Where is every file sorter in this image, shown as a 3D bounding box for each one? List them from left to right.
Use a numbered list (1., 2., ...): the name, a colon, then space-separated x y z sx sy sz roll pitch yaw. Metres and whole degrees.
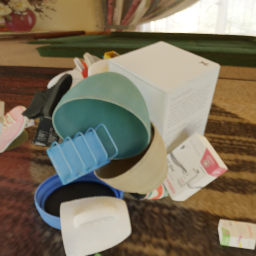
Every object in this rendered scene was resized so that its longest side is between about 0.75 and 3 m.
1. file sorter: -0.991 0.540 6.242 1.254 0.870 0.769 -23 -10 -33

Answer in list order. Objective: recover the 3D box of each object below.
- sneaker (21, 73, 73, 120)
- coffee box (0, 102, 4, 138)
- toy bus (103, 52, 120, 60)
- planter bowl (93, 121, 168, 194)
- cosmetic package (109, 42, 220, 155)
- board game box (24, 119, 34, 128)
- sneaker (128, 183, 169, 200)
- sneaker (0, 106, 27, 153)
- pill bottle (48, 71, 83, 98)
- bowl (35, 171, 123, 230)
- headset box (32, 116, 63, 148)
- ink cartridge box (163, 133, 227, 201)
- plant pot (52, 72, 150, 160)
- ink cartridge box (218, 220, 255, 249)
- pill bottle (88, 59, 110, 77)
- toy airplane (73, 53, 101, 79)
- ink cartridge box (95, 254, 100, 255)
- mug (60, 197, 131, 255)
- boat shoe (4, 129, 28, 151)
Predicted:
1. sneaker: -2.308 -0.915 8.015 0.865 1.658 0.498 21 -9 25
2. coffee box: -3.949 -0.239 6.633 1.778 0.709 1.017 9 30 -27
3. toy bus: -0.649 -2.248 10.688 0.653 1.263 1.192 -25 5 -38
4. planter bowl: 0.224 0.833 6.803 1.798 1.210 1.798 -30 32 21
5. cosmetic package: 0.968 -0.754 8.562 2.295 2.743 2.281 -28 47 -33
6. board game box: -4.510 -0.341 11.869 0.203 0.771 1.007 18 30 33
7. sneaker: 0.328 1.449 8.306 1.074 0.809 2.297 15 9 -30
8. sneaker: -4.086 0.046 8.988 0.709 1.883 0.984 45 11 23
9. pill bottle: -1.376 -0.302 8.668 1.499 2.756 1.499 -27 -9 -5
10. bowl: -1.278 1.844 7.504 2.311 0.454 2.311 0 22 0
11. headset box: -2.328 -0.112 9.621 1.457 1.674 0.776 15 -12 -19
12. ink cartridge box: 1.614 1.063 7.431 0.638 1.541 1.129 20 34 -50
13. plant pot: -0.479 -0.445 6.481 2.139 2.139 1.441 4 52 9
14. ink cartridge box: 2.588 2.460 6.453 0.909 0.306 0.532 5 26 10
15. pill bottle: -0.598 -0.908 10.209 1.588 2.808 1.588 1 44 -1
16. toy airplane: -1.324 -2.203 13.182 2.104 2.969 2.981 -22 21 -1
17. ink cartridge box: -0.327 2.984 5.088 1.346 0.453 0.789 18 24 32
18. mug: -0.646 1.909 5.695 1.318 1.503 1.110 -10 62 -9
19. boat shoe: -4.953 0.409 10.156 2.440 0.872 0.802 -18 35 -24
